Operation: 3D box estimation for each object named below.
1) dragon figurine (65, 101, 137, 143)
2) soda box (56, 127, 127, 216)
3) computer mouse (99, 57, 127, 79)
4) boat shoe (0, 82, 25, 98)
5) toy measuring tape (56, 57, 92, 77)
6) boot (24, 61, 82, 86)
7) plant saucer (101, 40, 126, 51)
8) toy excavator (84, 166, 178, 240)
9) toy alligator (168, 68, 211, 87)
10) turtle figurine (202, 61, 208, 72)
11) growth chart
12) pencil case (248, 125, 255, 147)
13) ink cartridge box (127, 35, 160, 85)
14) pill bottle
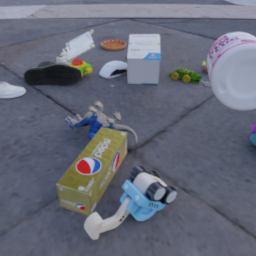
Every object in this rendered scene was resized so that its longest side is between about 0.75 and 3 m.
[{"bbox_3d":[-0.857,-0.009,9.372,2.560,1.273,0.753,28,38,6],"label":"dragon figurine"},{"bbox_3d":[-0.875,1.065,7.731,0.888,0.839,2.623,13,36,16],"label":"soda box"},{"bbox_3d":[-0.290,-3.139,14.105,2.646,0.581,1.451,-27,44,-34],"label":"computer mouse"},{"bbox_3d":[-5.347,-1.643,11.902,1.827,0.597,0.672,-5,35,-7],"label":"boat shoe"},{"bbox_3d":[-2.821,-2.998,13.681,2.495,0.918,0.918,21,39,27],"label":"toy measuring tape"},{"bbox_3d":[-3.359,-2.785,13.318,2.626,1.017,1.816,3,30,3],"label":"boot"},{"bbox_3d":[-0.894,-5.081,17.247,1.536,0.248,1.536,1,35,-1],"label":"plant saucer"},{"bbox_3d":[0.062,1.862,6.605,1.763,1.813,0.906,28,6,-47],"label":"toy excavator"},{"bbox_3d":[2.907,-2.466,13.169,2.182,0.524,0.723,18,39,25],"label":"toy alligator"},{"bbox_3d":[4.805,-3.030,13.723,2.039,0.814,2.529,14,48,34],"label":"turtle figurine"},{"bbox_3d":[-1.597,-2.580,8.816,1.211,0.148,1.674,-24,36,7],"label":"growth chart"},{"bbox_3d":[4.431,0.583,8.527,0.692,0.752,1.627,-41,36,8],"label":"pencil case"},{"bbox_3d":[0.743,-3.229,13.098,1.472,1.446,1.999,2,49,4],"label":"ink cartridge box"},{"bbox_3d":[3.029,-1.729,7.734,1.618,1.618,2.855,6,27,9],"label":"pill bottle"}]
